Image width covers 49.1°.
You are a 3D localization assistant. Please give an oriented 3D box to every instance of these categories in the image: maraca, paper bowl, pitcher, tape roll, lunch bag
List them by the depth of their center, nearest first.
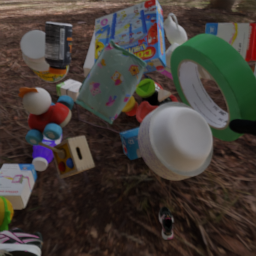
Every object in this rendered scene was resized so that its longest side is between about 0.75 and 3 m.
[{"bbox_3d":[1.199,0.254,6.453,1.788,0.930,1.788,11,65,-24],"label":"paper bowl"},{"bbox_3d":[-3.316,2.283,7.342,0.610,0.782,1.140,9,11,-42],"label":"maraca"},{"bbox_3d":[2.300,-1.061,7.751,0.716,2.979,2.979,-31,40,-8],"label":"tape roll"},{"bbox_3d":[-0.481,-1.327,7.917,1.352,1.889,2.218,31,10,-9],"label":"lunch bag"},{"bbox_3d":[1.928,-4.027,11.562,0.740,1.221,1.048,-36,0,-11],"label":"pitcher"}]

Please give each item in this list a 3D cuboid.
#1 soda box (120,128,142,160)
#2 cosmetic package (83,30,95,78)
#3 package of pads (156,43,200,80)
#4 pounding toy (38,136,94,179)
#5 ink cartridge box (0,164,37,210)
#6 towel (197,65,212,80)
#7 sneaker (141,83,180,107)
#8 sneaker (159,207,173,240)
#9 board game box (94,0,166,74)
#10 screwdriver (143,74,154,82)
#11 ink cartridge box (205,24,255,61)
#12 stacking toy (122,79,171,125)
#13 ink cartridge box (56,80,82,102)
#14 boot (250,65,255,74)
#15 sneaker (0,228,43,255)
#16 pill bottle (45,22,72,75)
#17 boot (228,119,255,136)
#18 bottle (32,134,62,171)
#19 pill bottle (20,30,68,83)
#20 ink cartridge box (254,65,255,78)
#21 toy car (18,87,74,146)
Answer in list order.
[{"bbox_3d":[0.857,0.235,7.822,2.039,0.654,0.692,-16,15,-12],"label":"soda box"},{"bbox_3d":[-1.274,-3.123,12.461,0.915,1.161,2.157,9,67,2],"label":"cosmetic package"},{"bbox_3d":[2.235,-2.558,11.644,1.847,1.427,0.630,25,59,-14],"label":"package of pads"},{"bbox_3d":[-1.491,0.640,6.709,0.931,1.011,0.719,-26,-9,42],"label":"pounding toy"},{"bbox_3d":[-3.422,1.721,8.352,0.976,0.572,1.351,0,34,-1],"label":"ink cartridge box"},{"bbox_3d":[2.679,-2.001,9.390,2.122,1.583,0.326,21,76,39],"label":"towel"},{"bbox_3d":[1.057,-1.381,12.589,1.369,0.990,2.802,-2,30,-32],"label":"sneaker"},{"bbox_3d":[1.047,2.436,7.400,0.384,0.412,0.955,-1,32,-4],"label":"sneaker"},{"bbox_3d":[0.013,-3.049,9.973,2.479,0.693,2.428,-10,68,23],"label":"board game box"},{"bbox_3d":[0.641,-2.436,12.244,0.206,0.198,1.417,-40,77,6],"label":"screwdriver"},{"bbox_3d":[4.176,-3.352,11.011,2.289,1.330,0.770,5,7,16],"label":"ink cartridge box"},{"bbox_3d":[0.796,-0.958,11.804,1.845,0.861,2.038,-48,53,-5],"label":"stacking toy"},{"bbox_3d":[-2.699,-1.835,13.846,1.372,0.576,0.998,22,39,30],"label":"ink cartridge box"},{"bbox_3d":[4.624,-2.496,9.253,0.834,2.436,2.293,17,10,-12],"label":"boot"},{"bbox_3d":[-2.944,2.793,6.711,1.881,0.756,0.812,11,25,-2],"label":"sneaker"},{"bbox_3d":[-1.960,-2.202,7.843,0.728,1.371,0.728,6,19,-2],"label":"pill bottle"},{"bbox_3d":[2.788,-0.089,6.106,0.920,0.754,0.340,14,69,-6],"label":"boot"},{"bbox_3d":[-2.899,0.678,9.878,0.846,0.661,2.026,1,33,-1],"label":"bottle"},{"bbox_3d":[-2.924,-2.485,9.858,1.287,1.287,2.282,-2,-6,-3],"label":"pill bottle"},{"bbox_3d":[3.974,-0.513,7.202,0.590,2.726,2.677,-4,30,-4],"label":"ink cartridge box"},{"bbox_3d":[-2.208,-0.500,6.864,1.197,1.353,1.247,-15,42,28],"label":"toy car"}]
